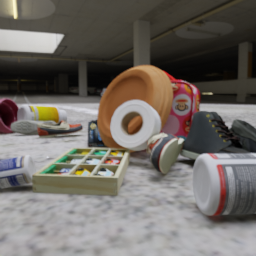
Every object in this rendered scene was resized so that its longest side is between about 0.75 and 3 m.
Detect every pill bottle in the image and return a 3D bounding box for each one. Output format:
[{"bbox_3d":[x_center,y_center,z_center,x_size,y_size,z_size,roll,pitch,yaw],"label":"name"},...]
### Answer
[{"bbox_3d":[-4.156,-0.494,13.757,2.208,1.206,1.206,-1,6,-45],"label":"pill bottle"},{"bbox_3d":[-2.379,0.889,5.487,1.001,0.556,0.556,-10,8,-5],"label":"pill bottle"},{"bbox_3d":[1.926,0.874,4.410,1.622,0.940,0.940,0,7,-5],"label":"pill bottle"}]

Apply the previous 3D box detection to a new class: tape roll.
[{"bbox_3d":[0.185,-0.066,7.473,1.314,1.314,0.459,4,-12,29],"label":"tape roll"}]

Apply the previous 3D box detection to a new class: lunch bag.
[{"bbox_3d":[0.876,-0.611,9.408,2.930,2.581,1.200,4,5,26],"label":"lunch bag"}]

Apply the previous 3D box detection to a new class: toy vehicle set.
[{"bbox_3d":[-0.887,0.903,6.500,1.644,0.351,2.646,1,7,5],"label":"toy vehicle set"}]

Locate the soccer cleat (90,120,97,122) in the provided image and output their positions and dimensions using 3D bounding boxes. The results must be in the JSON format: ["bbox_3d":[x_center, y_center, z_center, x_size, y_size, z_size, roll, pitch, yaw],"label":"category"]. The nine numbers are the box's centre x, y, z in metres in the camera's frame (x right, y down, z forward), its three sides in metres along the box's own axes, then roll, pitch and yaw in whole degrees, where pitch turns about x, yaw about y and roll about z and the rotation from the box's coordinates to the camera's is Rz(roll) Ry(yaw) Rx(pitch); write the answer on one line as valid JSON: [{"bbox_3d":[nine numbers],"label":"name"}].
[{"bbox_3d":[-0.889,0.298,10.750,1.646,0.711,0.575,32,22,27],"label":"soccer cleat"}]

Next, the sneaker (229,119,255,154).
[{"bbox_3d":[3.127,0.717,7.027,0.733,1.099,1.918,3,33,-32],"label":"sneaker"}]

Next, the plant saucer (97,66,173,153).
[{"bbox_3d":[0.018,-0.696,8.871,2.984,2.984,0.558,7,-15,45],"label":"plant saucer"}]

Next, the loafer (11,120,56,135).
[{"bbox_3d":[-4.205,0.014,12.575,1.950,0.682,0.681,2,-12,-14],"label":"loafer"}]

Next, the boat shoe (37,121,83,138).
[{"bbox_3d":[-2.892,-0.008,12.004,1.943,0.608,0.692,-9,11,-22],"label":"boat shoe"}]

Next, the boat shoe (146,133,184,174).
[{"bbox_3d":[0.845,0.519,6.970,0.761,0.866,2.433,21,10,15],"label":"boat shoe"}]

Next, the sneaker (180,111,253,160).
[{"bbox_3d":[2.339,0.265,6.844,0.942,1.338,2.519,13,-2,-36],"label":"sneaker"}]

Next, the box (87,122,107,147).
[{"bbox_3d":[-1.045,0.221,10.056,0.813,0.235,1.023,0,47,-5],"label":"box"}]

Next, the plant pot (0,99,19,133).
[{"bbox_3d":[-6.080,-0.445,13.177,1.418,1.584,1.584,-15,3,17],"label":"plant pot"}]
